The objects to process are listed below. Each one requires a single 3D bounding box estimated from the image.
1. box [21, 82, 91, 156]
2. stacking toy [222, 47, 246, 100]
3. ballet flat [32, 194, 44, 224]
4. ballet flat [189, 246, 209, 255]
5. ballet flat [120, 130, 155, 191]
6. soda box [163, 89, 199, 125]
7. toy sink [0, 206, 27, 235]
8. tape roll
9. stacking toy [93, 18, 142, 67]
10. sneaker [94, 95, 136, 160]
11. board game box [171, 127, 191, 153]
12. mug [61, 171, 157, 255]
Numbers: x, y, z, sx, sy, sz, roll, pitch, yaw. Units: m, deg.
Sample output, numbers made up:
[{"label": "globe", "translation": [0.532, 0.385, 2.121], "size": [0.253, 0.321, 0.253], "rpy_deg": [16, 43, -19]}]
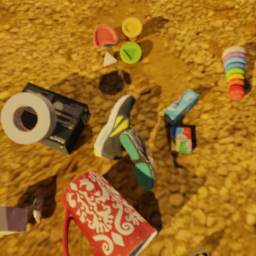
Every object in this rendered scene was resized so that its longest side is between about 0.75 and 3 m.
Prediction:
[{"label": "box", "translation": [-2.978, -0.352, 10.428], "size": [2.578, 1.017, 1.819], "rpy_deg": [22, 66, 11]}, {"label": "stacking toy", "translation": [4.436, -2.182, 11.510], "size": [0.960, 0.960, 2.250], "rpy_deg": [3, 67, 2]}, {"label": "ballet flat", "translation": [-3.001, 2.671, 9.261], "size": [0.315, 0.340, 0.964], "rpy_deg": [15, 51, -25]}, {"label": "ballet flat", "translation": [1.804, 4.262, 8.262], "size": [1.760, 0.636, 0.597], "rpy_deg": [-41, 85, -19]}, {"label": "ballet flat", "translation": [0.483, 1.029, 9.506], "size": [0.803, 0.803, 2.233], "rpy_deg": [-27, 103, -13]}, {"label": "soda box", "translation": [2.067, -0.824, 10.965], "size": [1.518, 0.487, 0.515], "rpy_deg": [-41, 63, -19]}, {"label": "toy sink", "translation": [-3.895, 2.947, 8.868], "size": [0.655, 1.169, 0.762], "rpy_deg": [-22, 60, 28]}, {"label": "tape roll", "translation": [-3.295, -0.304, 9.314], "size": [1.694, 0.559, 1.694], "rpy_deg": [0, 92, 7]}, {"label": "stacking toy", "translation": [-0.397, -3.692, 12.530], "size": [2.174, 0.918, 1.968], "rpy_deg": [-10, 89, -2]}, {"label": "sneaker", "translation": [-0.225, 0.033, 10.295], "size": [1.140, 1.004, 2.695], "rpy_deg": [24, 71, 9]}, {"label": "board game box", "translation": [1.976, 0.458, 10.496], "size": [0.734, 0.193, 0.959], "rpy_deg": [2, 63, 1]}, {"label": "mug", "translation": [-0.856, 2.760, 8.266], "size": [2.698, 1.800, 2.395], "rpy_deg": [45, 31, 24]}]
